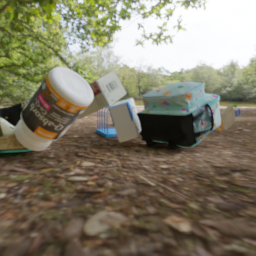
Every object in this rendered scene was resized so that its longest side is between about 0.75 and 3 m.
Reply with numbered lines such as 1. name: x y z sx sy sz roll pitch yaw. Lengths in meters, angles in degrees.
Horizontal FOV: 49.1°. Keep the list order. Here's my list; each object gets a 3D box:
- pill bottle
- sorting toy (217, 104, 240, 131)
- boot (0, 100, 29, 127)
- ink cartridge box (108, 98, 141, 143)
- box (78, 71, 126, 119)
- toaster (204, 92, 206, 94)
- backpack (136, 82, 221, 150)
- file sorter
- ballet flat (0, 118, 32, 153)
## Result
1. pill bottle: -1.752 -0.372 6.429 1.900 1.106 1.106 -45 -17 26
2. sorting toy: 3.718 -0.406 10.540 1.342 0.755 0.183 -35 29 -21
3. boot: -3.725 -0.337 9.700 1.362 0.662 1.809 -16 -23 1
4. ink cartridge box: -0.048 -0.284 8.571 0.614 1.064 1.457 -17 9 11
5. box: -1.185 -1.188 10.271 1.801 0.981 1.151 -19 16 40
6. toaster: 2.390 -0.692 10.777 1.650 0.937 1.066 -22 -14 9
7. backpack: 1.536 -0.438 7.970 2.214 1.697 1.946 -15 11 -43
8. file sorter: -0.454 -0.282 10.594 1.205 1.066 1.737 -1 6 -18
9. ballet flat: -3.216 0.223 6.418 0.988 0.914 2.801 1 5 29
